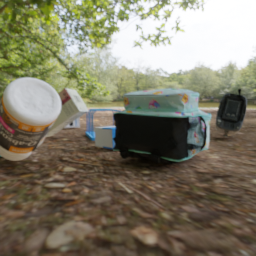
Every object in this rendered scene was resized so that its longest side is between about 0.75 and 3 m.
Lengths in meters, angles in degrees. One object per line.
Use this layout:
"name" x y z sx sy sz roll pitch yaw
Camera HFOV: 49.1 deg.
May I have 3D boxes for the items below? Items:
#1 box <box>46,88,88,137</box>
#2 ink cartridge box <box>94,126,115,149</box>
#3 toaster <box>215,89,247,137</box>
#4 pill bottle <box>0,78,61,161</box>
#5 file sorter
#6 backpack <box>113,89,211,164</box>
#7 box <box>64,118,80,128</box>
"box" -2.555 -0.536 10.268 1.801 0.981 1.151 -33 -1 8
"ink cartridge box" -0.123 0.231 8.377 1.457 0.614 1.064 -4 3 -33
"toaster" 3.727 -0.509 10.195 0.937 1.650 1.066 13 -12 17
"pill bottle" -2.239 -0.095 5.994 1.106 1.106 1.900 -4 -29 -37
"file sorter" -0.900 -0.169 10.509 1.205 1.066 1.737 -1 5 -16
"backpack" 0.907 -0.055 6.574 1.946 1.697 2.214 1 -4 35
"box" -3.528 -0.294 13.517 2.087 0.628 1.218 -4 4 -32
